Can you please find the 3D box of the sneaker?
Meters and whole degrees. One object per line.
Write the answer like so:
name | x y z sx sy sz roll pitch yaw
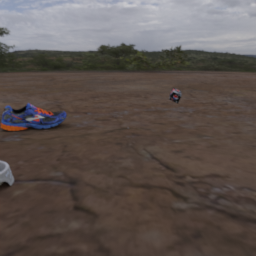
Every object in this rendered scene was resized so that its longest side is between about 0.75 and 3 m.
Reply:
sneaker | -3.483 -0.446 10.439 2.378 0.933 0.896 -7 17 -23

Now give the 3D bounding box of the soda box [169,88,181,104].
soda box | 1.694 -1.165 10.044 0.352 0.315 0.994 26 18 1

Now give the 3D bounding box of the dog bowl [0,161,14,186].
dog bowl | -3.090 1.041 5.915 1.240 0.364 1.240 -1 14 0
